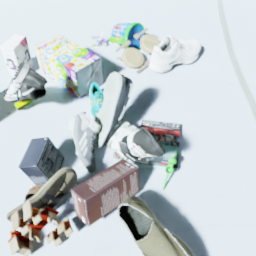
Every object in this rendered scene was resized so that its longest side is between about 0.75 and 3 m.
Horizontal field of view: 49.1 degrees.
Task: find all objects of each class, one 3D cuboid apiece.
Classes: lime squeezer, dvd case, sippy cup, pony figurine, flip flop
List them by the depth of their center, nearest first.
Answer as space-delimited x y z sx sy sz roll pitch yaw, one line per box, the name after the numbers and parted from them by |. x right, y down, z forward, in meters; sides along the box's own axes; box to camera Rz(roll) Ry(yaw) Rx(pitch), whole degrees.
-2.266 1.744 7.405 2.102 0.852 0.605 -43 47 -1 | flip flop
1.224 1.168 8.280 0.252 0.472 1.336 25 62 1 | lime squeezer
1.001 0.525 9.196 1.375 0.207 1.884 6 47 6 | dvd case
-0.071 -4.275 12.918 1.233 1.321 1.682 28 9 36 | sippy cup
-1.349 -4.168 13.258 0.756 0.629 0.730 0 80 -4 | pony figurine

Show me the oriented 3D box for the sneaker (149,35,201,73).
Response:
2.133 -3.317 11.869 2.780 1.385 1.041 -29 53 -25 | sneaker

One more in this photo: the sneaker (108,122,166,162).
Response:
0.135 0.596 8.114 1.171 0.981 2.647 -42 17 -11 | sneaker

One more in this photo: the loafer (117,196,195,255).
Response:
0.559 2.670 6.531 2.546 0.887 0.957 41 97 28 | loafer

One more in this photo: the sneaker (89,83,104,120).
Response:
-1.082 -0.902 10.102 0.716 0.735 1.847 -13 49 -15 | sneaker

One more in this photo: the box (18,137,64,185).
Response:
-2.483 0.992 8.134 0.645 1.039 1.047 -6 45 17 | box

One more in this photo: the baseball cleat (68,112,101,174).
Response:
-1.196 0.396 8.533 1.005 0.658 1.888 -26 79 8 | baseball cleat

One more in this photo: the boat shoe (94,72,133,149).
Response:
-0.479 -0.482 9.033 0.757 2.508 0.948 12 13 -40 | boat shoe

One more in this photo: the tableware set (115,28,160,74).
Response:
0.558 -3.349 12.437 1.470 0.446 2.224 46 65 4 | tableware set

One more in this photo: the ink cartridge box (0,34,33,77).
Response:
-4.527 -2.924 11.491 0.600 1.422 1.029 13 49 8 | ink cartridge box

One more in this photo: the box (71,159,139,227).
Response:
-0.554 1.669 7.445 1.801 0.902 0.675 -27 37 -37 | box

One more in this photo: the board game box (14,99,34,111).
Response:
-3.735 -0.963 10.279 0.835 0.424 0.199 -35 92 -16 | board game box

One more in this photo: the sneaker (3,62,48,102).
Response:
-3.427 -1.264 9.455 1.165 2.575 0.856 27 64 -24 | sneaker

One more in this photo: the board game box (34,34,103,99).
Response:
-2.360 -2.494 11.166 2.514 1.318 1.295 35 57 28 | board game box

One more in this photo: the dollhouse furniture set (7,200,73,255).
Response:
-2.281 2.430 6.826 1.345 1.360 0.701 -42 41 6 | dollhouse furniture set
